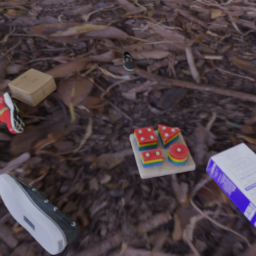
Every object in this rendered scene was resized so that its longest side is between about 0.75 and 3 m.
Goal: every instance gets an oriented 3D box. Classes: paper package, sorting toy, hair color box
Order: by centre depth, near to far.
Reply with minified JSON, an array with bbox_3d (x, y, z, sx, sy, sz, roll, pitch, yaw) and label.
[{"bbox_3d":[3.318,1.558,7.463,1.233,0.731,2.256,-19,47,-19],"label":"hair color box"},{"bbox_3d":[1.018,0.582,8.506,1.636,0.573,1.646,-8,46,-8],"label":"sorting toy"},{"bbox_3d":[-3.598,-1.545,10.536,1.186,0.644,1.244,23,51,21],"label":"paper package"}]

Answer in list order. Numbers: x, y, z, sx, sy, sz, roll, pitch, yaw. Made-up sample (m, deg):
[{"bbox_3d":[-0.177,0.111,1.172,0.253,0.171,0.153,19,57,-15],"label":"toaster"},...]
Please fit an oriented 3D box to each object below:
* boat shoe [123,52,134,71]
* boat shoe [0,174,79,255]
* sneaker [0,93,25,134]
[{"bbox_3d":[-0.005,-2.869,12.042,0.413,0.354,1.129,-8,48,-9],"label":"boat shoe"},{"bbox_3d":[-2.312,2.011,7.012,2.671,0.917,0.756,35,35,27],"label":"boat shoe"},{"bbox_3d":[-4.109,-0.364,9.460,0.857,0.777,2.018,-31,45,-10],"label":"sneaker"}]
